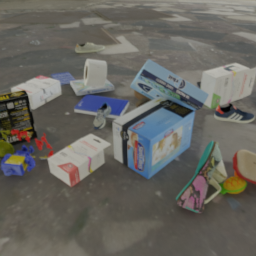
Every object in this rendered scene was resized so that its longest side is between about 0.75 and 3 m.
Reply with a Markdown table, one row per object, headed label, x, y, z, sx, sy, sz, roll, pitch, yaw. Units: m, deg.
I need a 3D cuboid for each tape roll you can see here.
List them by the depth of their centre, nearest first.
| label | x | y | z | sx | sy | sz | roll | pitch | yaw |
| --- | --- | --- | --- | --- | --- | --- | --- | --- | --- |
| tape roll | -1.189 | -1.951 | 10.076 | 0.663 | 0.965 | 0.965 | 4 | 31 | -19 |

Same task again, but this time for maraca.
| label | x | y | z | sx | sy | sz | roll | pitch | yaw |
| --- | --- | --- | --- | --- | --- | --- | --- | --- | --- |
| maraca | 3.190 | 1.798 | 8.663 | 0.914 | 0.489 | 0.626 | -19 | 17 | 10 |

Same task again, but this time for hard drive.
| label | x | y | z | sx | sy | sz | roll | pitch | yaw |
| --- | --- | --- | --- | --- | --- | --- | --- | --- | --- |
| hard drive | -1.204 | -1.012 | 13.078 | 2.185 | 0.277 | 1.442 | 10 | 35 | 14 |

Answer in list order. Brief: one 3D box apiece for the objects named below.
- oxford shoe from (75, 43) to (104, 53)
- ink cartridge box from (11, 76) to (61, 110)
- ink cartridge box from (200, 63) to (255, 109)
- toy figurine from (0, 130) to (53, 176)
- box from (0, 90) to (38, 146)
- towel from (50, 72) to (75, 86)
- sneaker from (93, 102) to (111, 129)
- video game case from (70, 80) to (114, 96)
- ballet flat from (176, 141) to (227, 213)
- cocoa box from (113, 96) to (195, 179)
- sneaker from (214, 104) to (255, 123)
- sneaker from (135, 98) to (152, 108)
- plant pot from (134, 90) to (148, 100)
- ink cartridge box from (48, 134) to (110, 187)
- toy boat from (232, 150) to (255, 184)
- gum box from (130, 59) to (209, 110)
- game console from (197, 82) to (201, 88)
| label | x | y | z | sx | sy | sz | roll | pitch | yaw |
| --- | --- | --- | --- | --- | --- | --- | --- | --- | --- |
| oxford shoe | -2.724 | -5.788 | 20.050 | 2.135 | 0.616 | 0.803 | -10 | 31 | -18 |
| ink cartridge box | -4.488 | -1.781 | 13.771 | 1.410 | 0.797 | 1.925 | 19 | 38 | 26 |
| ink cartridge box | 4.826 | -2.120 | 13.545 | 2.748 | 1.609 | 0.925 | -17 | 37 | -24 |
| toy figurine | -3.877 | 0.963 | 9.327 | 2.351 | 1.240 | 1.408 | 6 | 39 | 10 |
| box | -4.758 | -0.185 | 10.332 | 2.424 | 1.936 | 0.598 | -18 | 38 | -25 |
| towel | -3.679 | -2.775 | 15.913 | 1.095 | 0.180 | 1.512 | -14 | 37 | -24 |
| sneaker | -1.173 | -0.559 | 11.920 | 0.519 | 0.574 | 1.348 | 11 | 55 | 15 |
| video game case | -1.936 | -2.236 | 14.730 | 1.930 | 0.233 | 2.118 | -11 | 27 | -16 |
| ballet flat | 2.478 | 1.558 | 8.747 | 1.011 | 0.982 | 2.842 | 33 | 47 | 13 |
| cocoa box | 0.924 | 0.244 | 9.873 | 1.655 | 1.682 | 2.521 | 28 | 43 | 35 |
| sneaker | 4.664 | -0.675 | 12.173 | 1.702 | 0.719 | 0.638 | 3 | 33 | 4 |
| sneaker | 1.290 | -0.954 | 12.761 | 2.179 | 0.767 | 0.823 | -14 | 69 | -37 |
| plant pot | 1.243 | -2.151 | 14.055 | 1.950 | 0.900 | 1.950 | -3 | 41 | 3 |
| ink cartridge box | -1.602 | 1.040 | 9.626 | 1.129 | 0.654 | 1.939 | 25 | 42 | 33 |
| toy boat | 3.820 | 1.375 | 8.940 | 1.464 | 0.957 | 0.955 | 23 | 55 | -16 |
| gum box | 1.432 | -1.459 | 10.898 | 2.445 | 0.641 | 2.878 | 30 | -3 | -5 |
| game console | 4.493 | -2.495 | 14.869 | 1.354 | 0.801 | 1.156 | -3 | 34 | -6 |
